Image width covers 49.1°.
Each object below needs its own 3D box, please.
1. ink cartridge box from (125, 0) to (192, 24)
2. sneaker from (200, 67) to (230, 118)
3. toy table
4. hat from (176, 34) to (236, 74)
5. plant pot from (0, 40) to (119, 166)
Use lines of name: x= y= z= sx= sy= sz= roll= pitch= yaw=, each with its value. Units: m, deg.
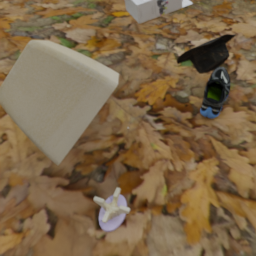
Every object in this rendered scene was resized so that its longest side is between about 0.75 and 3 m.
ink cartridge box: x=0.890 y=-3.826 z=8.246 sx=1.782 sy=0.605 sz=1.026 roll=-23 pitch=51 yaw=-8
sneaker: x=3.569 y=-1.561 z=11.095 sx=0.968 sy=1.131 sz=2.730 roll=19 pitch=51 yaw=14
toy table: x=-0.455 y=2.299 z=8.003 sx=1.061 sy=0.676 sz=1.154 roll=7 pitch=50 yaw=6
hat: x=2.645 y=-2.273 z=9.137 sx=2.010 sy=2.010 sz=0.811 roll=-22 pitch=91 yaw=-18
plant pot: x=-1.843 y=-0.942 z=7.341 sx=2.171 sy=2.453 sz=2.450 roll=35 pitch=13 yaw=-11
